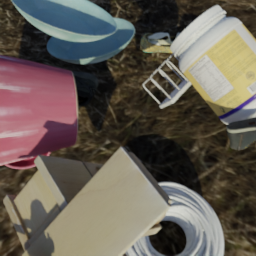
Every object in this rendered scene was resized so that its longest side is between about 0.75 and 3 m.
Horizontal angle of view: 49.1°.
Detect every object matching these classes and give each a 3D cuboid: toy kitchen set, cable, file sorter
[{"bbox_3d":[-0.009,1.633,5.037,2.438,2.696,2.988,-48,59,13],"label":"toy kitchen set"},{"bbox_3d":[1.093,2.841,7.347,2.733,0.946,2.734,20,57,16],"label":"cable"},{"bbox_3d":[1.260,-1.441,7.851,0.933,1.040,1.499,44,80,-4],"label":"file sorter"}]

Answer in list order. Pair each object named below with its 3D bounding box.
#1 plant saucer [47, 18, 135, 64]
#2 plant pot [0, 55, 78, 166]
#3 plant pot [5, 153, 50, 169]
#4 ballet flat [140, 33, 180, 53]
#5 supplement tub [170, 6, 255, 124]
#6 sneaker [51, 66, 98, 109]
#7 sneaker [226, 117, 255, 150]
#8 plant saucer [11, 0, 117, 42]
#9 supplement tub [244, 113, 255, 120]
[{"bbox_3d":[-1.129,-2.659,8.838,2.771,0.533,2.771,-6,44,6],"label":"plant saucer"},{"bbox_3d":[-2.548,-0.405,6.419,2.548,2.847,2.847,-2,54,-18],"label":"plant pot"},{"bbox_3d":[-3.356,0.243,8.907,1.625,1.625,1.454,-21,41,-14],"label":"plant pot"},{"bbox_3d":[1.850,-3.660,11.978,2.664,0.942,0.942,2,55,1],"label":"ballet flat"},{"bbox_3d":[2.272,-1.435,6.567,1.704,1.704,2.344,-37,86,-23],"label":"supplement tub"},{"bbox_3d":[-2.595,-1.374,10.240,2.779,1.062,1.592,9,49,0],"label":"sneaker"},{"bbox_3d":[2.542,0.116,5.600,1.059,0.562,0.396,-6,37,21],"label":"sneaker"},{"bbox_3d":[-1.650,-2.860,7.296,2.731,0.526,2.731,17,37,-13],"label":"plant saucer"},{"bbox_3d":[4.233,0.030,7.310,1.682,1.682,2.314,-21,55,-14],"label":"supplement tub"}]
